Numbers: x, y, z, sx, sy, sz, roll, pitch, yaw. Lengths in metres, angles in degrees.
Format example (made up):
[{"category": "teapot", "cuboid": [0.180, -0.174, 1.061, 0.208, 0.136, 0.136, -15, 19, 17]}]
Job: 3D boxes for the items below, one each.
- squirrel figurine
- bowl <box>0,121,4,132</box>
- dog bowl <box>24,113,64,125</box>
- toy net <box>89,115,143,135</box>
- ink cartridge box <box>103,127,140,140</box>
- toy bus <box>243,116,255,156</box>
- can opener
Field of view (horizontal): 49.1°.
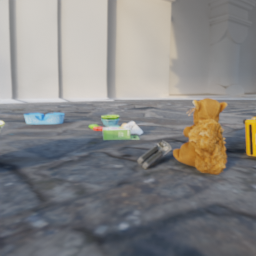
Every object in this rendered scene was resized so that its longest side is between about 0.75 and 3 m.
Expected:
[{"category": "squirrel figurine", "cuboid": [1.608, 0.128, 5.654, 1.057, 1.394, 1.493, 9, 12, 0]}, {"category": "bowl", "cuboid": [-3.409, 0.440, 5.149, 2.145, 1.006, 2.145, 1, 8, 0]}, {"category": "dog bowl", "cuboid": [-3.957, -0.439, 13.270, 1.862, 0.461, 1.038, -1, 8, -5]}, {"category": "toy net", "cuboid": [-0.474, -0.124, 10.905, 1.366, 0.503, 2.604, -6, 10, -35]}, {"category": "ink cartridge box", "cuboid": [-0.243, 0.175, 9.326, 1.197, 0.355, 0.621, -1, 8, -6]}, {"category": "toy bus", "cuboid": [3.681, 0.121, 7.319, 1.019, 0.847, 2.603, -3, 3, 35]}, {"category": "can opener", "cuboid": [0.568, 0.602, 6.110, 0.287, 0.360, 1.078, 44, 43, 15]}]
